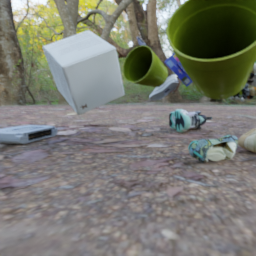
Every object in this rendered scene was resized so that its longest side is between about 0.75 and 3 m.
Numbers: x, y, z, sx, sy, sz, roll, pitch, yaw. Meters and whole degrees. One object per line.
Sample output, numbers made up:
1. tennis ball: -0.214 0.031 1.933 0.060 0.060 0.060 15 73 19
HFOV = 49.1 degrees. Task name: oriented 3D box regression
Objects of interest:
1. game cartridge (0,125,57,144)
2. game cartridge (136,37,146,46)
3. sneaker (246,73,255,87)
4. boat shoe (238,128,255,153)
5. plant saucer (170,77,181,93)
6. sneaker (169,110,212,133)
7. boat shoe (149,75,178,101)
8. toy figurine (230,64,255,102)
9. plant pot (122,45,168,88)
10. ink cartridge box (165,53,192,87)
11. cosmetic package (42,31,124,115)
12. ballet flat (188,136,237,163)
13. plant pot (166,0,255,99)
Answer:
1. game cartridge: -4.338 0.246 11.560 1.733 0.541 2.603 -2 6 18
2. game cartridge: 0.651 -3.730 12.688 0.166 0.562 0.867 -26 43 -2
3. sneaker: 5.190 -2.569 12.630 2.635 1.514 0.990 -17 -34 24
4. boat shoe: 4.634 0.254 9.598 0.831 0.917 2.574 7 11 44
5. plant saucer: 2.407 -2.162 13.952 0.168 0.978 0.978 22 4 -10
6. sneaker: 3.321 -0.419 14.160 2.055 1.142 2.937 -1 8 -3
7. boat shoe: 1.747 -2.030 14.166 0.665 0.607 1.849 14 -34 -33
8. toy figurine: 3.683 -1.417 8.876 0.794 1.124 1.142 -3 -7 13
9. plant pot: 0.665 -1.886 9.244 1.236 1.236 1.191 6 -8 42
10. ink cartridge box: 2.449 -2.634 11.888 0.796 1.423 2.086 -42 0 35
11. cosmetic package: -1.756 -2.238 11.039 2.093 2.106 2.516 -26 42 -17
12. ballet flat: 2.595 0.661 7.956 2.011 0.747 0.747 -7 9 -32
13. plant pot: 2.316 -1.915 7.251 2.269 2.269 2.185 3 -26 22
